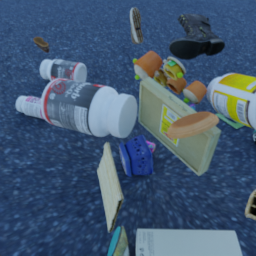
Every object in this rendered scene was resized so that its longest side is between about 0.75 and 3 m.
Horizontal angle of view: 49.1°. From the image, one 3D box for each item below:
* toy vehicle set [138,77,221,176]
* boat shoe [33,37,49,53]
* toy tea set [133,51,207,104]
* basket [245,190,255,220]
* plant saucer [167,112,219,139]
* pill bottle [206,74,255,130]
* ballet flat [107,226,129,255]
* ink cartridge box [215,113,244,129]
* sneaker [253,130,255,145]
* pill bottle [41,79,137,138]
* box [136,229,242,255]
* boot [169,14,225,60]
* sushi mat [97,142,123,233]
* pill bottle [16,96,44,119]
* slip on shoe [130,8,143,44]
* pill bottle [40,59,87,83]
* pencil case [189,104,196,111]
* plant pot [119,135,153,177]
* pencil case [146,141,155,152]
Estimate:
[{"bbox_3d":[1.316,-0.068,8.131,0.364,1.707,2.748,-30,55,-25],"label":"toy vehicle set"},{"bbox_3d":[-2.560,-2.442,8.264,0.268,0.268,0.762,-29,50,-21],"label":"boat shoe"},{"bbox_3d":[1.153,-1.427,8.695,0.994,1.598,2.687,-46,34,-3],"label":"toy tea set"},{"bbox_3d":[2.689,1.423,5.042,0.925,0.689,0.660,9,79,39],"label":"basket"},{"bbox_3d":[1.434,-0.095,6.354,1.182,0.221,1.182,-21,11,4],"label":"plant saucer"},{"bbox_3d":[3.060,-0.767,7.455,1.221,1.221,2.235,-11,21,-14],"label":"pill bottle"},{"bbox_3d":[-0.316,3.529,7.087,0.735,0.735,2.078,11,39,13],"label":"ballet flat"},{"bbox_3d":[5.320,-0.951,12.585,2.516,0.746,1.306,-21,43,-24],"label":"ink cartridge box"},{"bbox_3d":[6.223,0.649,10.413,2.997,1.069,1.197,14,43,28],"label":"sneaker"},{"bbox_3d":[-1.309,-0.655,9.564,2.969,1.720,1.720,13,40,23],"label":"pill bottle"},{"bbox_3d":[1.460,3.221,7.109,2.536,1.042,0.867,0,39,2],"label":"box"},{"bbox_3d":[2.325,-3.568,10.584,2.370,0.821,2.064,-6,54,-19],"label":"boot"},{"bbox_3d":[-0.494,1.356,6.904,0.134,1.059,2.213,7,28,-17],"label":"sushi mat"},{"bbox_3d":[-4.147,-0.926,12.463,1.510,0.856,0.856,13,40,16],"label":"pill bottle"},{"bbox_3d":[0.256,-3.866,10.681,0.497,1.308,0.396,-26,20,-36],"label":"slip on shoe"},{"bbox_3d":[-3.375,-2.881,14.605,2.170,1.257,1.257,12,40,16],"label":"pill bottle"},{"bbox_3d":[2.610,-0.770,12.631,0.877,0.405,0.373,-19,31,-25],"label":"pencil case"},{"bbox_3d":[0.251,1.031,9.869,0.966,1.074,1.074,-13,41,-8],"label":"plant pot"},{"bbox_3d":[0.624,0.658,10.859,0.863,0.381,0.381,19,42,20],"label":"pencil case"}]
